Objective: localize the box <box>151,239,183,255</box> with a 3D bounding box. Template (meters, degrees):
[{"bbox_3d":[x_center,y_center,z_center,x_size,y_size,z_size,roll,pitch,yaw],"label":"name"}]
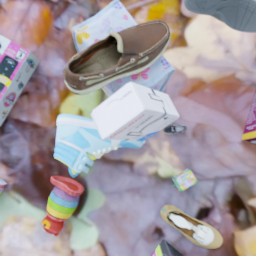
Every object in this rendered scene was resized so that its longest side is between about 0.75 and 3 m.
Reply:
[{"bbox_3d":[1.676,4.848,7.629,2.817,2.092,1.751,37,84,5],"label":"box"}]

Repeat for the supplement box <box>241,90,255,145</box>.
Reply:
[{"bbox_3d":[4.790,-0.494,8.808,1.525,1.202,2.329,18,83,2],"label":"supplement box"}]

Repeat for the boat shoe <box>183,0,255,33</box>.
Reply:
[{"bbox_3d":[2.665,-3.218,7.493,2.331,0.859,0.748,24,38,18],"label":"boat shoe"}]

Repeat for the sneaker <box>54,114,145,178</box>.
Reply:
[{"bbox_3d":[-0.921,0.724,8.525,2.774,1.103,1.811,11,77,-6],"label":"sneaker"}]

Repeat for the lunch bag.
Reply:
[{"bbox_3d":[-0.142,-1.737,8.116,1.837,2.889,2.450,-37,83,-10],"label":"lunch bag"}]

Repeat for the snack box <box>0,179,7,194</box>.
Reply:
[{"bbox_3d":[-5.027,1.765,8.858,1.868,0.495,1.328,36,84,5],"label":"snack box"}]

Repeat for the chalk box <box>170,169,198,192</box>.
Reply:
[{"bbox_3d":[1.709,1.700,8.876,0.787,0.490,0.487,-31,83,-3],"label":"chalk box"}]

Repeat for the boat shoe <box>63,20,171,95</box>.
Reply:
[{"bbox_3d":[-0.146,-1.632,6.060,2.717,1.005,1.004,-35,80,-11],"label":"boat shoe"}]

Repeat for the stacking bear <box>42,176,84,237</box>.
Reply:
[{"bbox_3d":[-2.095,2.454,8.578,1.022,0.957,1.683,25,93,22],"label":"stacking bear"}]

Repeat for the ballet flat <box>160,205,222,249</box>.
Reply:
[{"bbox_3d":[1.958,3.121,8.585,2.157,0.680,0.740,28,83,3],"label":"ballet flat"}]

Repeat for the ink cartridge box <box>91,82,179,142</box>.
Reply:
[{"bbox_3d":[0.198,-0.275,6.271,1.219,1.669,0.704,-35,69,28],"label":"ink cartridge box"}]

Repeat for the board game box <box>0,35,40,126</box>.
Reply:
[{"bbox_3d":[-4.611,-1.574,9.012,2.139,0.932,2.900,29,88,3],"label":"board game box"}]

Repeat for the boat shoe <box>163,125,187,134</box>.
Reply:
[{"bbox_3d":[1.547,0.049,9.224,0.775,0.234,0.286,-2,82,0],"label":"boat shoe"}]
